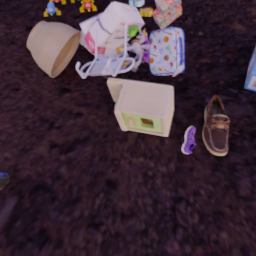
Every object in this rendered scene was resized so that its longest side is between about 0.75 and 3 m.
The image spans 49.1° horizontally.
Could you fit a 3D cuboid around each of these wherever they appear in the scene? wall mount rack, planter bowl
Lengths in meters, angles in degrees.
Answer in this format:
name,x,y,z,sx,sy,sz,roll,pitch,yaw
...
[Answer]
name,x,y,z,sx,sy,sz,roll,pitch,yaw
wall mount rack,-0.672,-2.206,8.288,1.922,0.717,1.670,2,54,30
planter bowl,-2.846,-3.074,10.366,1.340,1.991,1.991,34,55,-5

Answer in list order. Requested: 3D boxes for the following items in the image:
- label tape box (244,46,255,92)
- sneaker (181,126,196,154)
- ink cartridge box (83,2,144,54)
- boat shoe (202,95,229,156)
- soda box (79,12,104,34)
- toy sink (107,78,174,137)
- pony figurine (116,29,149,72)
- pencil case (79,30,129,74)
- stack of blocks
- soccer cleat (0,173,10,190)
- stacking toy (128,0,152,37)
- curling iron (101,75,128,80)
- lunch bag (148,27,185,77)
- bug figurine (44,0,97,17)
name,x,y,z,sx,sy,sz,roll,pitch,yaw
label tape box,5.742,-2.362,10.797,1.921,0.886,2.681,18,51,13
sneaker,1.957,0.392,8.657,0.375,0.362,0.898,4,73,46
ink cartridge box,-0.495,-3.327,9.570,1.266,1.728,0.715,-15,75,-48
boat shoe,2.867,-0.144,9.043,0.791,0.789,2.193,7,51,6
soda box,-1.163,-3.631,9.679,0.984,0.335,0.313,-27,33,-2
toy sink,0.292,-0.603,8.832,2.118,1.381,1.187,11,66,14
pony figurine,0.494,-2.832,10.521,1.604,1.336,1.549,-44,100,-22
pencil case,-0.995,-3.119,11.171,1.040,0.953,2.292,-35,67,-18
stack of blocks,1.556,-4.780,11.355,1.090,1.893,0.554,-37,86,11
soccer cleat,-3.856,1.717,7.900,1.151,0.372,0.481,-43,33,-24
stacking toy,0.383,-4.122,8.931,0.514,1.649,2.187,6,42,14
curling iron,-0.634,-1.933,10.595,1.488,0.190,0.369,19,67,17
lunch bag,1.155,-2.178,8.157,1.108,1.383,0.522,5,14,42
bug figurine,-3.010,-6.357,14.128,2.657,0.684,2.060,-12,52,-9
